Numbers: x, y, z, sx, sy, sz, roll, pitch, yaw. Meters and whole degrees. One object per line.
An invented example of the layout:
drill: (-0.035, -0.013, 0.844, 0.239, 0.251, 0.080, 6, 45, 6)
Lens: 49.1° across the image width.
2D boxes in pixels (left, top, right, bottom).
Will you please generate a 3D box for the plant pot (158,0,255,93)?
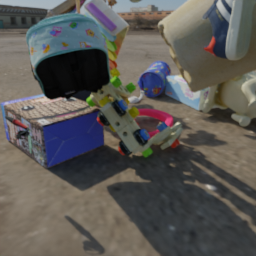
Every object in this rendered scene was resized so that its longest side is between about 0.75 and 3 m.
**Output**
plant pot: (2.223, -2.185, 6.441, 2.567, 2.804, 2.804, -28, 19, 12)

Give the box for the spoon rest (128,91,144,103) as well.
spoon rest: (0.359, -1.264, 11.985, 0.474, 0.289, 0.954, 16, 41, 37)

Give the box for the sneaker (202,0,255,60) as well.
sneaker: (1.787, -2.246, 4.954, 0.744, 1.985, 0.839, -5, 21, -44)

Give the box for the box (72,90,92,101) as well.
box: (-1.981, -1.721, 12.364, 1.242, 0.765, 1.232, 3, 24, 7)

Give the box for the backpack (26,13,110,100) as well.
backpack: (-1.264, -1.577, 6.047, 1.700, 1.482, 1.934, -12, -8, -6)

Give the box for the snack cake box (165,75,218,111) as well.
snack cake box: (2.868, -1.583, 11.859, 1.496, 0.874, 2.602, -8, 23, -22)

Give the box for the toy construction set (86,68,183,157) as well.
toy construction set: (0.091, -0.285, 7.548, 2.908, 1.340, 1.907, 41, 19, 4)

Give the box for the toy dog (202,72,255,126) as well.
toy dog: (4.265, -1.061, 9.615, 2.633, 1.837, 2.553, 28, 39, 26)

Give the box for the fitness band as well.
fitness band: (0.599, -0.092, 8.970, 1.543, 0.402, 2.149, 10, 25, 17)

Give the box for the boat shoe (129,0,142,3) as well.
boat shoe: (0.420, -4.670, 9.853, 0.843, 0.300, 0.294, -4, -25, 36)

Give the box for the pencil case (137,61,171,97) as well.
pencil case: (1.272, -2.413, 13.468, 1.298, 1.166, 2.989, -2, 22, 15)

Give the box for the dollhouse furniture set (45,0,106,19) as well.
dollhouse furniture set: (-1.619, -3.791, 10.756, 1.615, 2.475, 2.337, -45, 16, -23)

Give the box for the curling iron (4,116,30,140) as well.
curling iron: (-2.169, -0.062, 5.357, 0.281, 0.145, 1.133, -37, 41, -22)

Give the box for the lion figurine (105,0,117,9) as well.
lion figurine: (-0.754, -5.207, 11.389, 0.318, 0.537, 0.877, -17, 64, -23)

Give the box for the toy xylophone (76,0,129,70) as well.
toy xylophone: (-0.894, -2.592, 7.633, 2.008, 2.742, 0.689, 42, 75, 6)

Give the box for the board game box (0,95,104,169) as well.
board game box: (-2.123, -0.091, 7.893, 1.873, 1.138, 2.349, -21, 31, -41)
